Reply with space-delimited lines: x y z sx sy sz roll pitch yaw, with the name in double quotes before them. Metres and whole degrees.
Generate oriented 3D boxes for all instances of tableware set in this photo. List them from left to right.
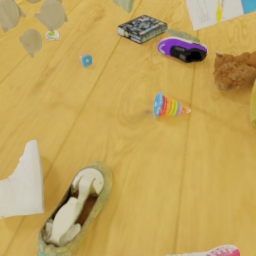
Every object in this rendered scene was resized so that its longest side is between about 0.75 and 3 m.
"tableware set" -3.058 -3.549 8.816 1.947 2.331 0.270 55 22 -1

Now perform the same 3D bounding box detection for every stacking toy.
"stacking toy" -1.846 -2.891 11.616 0.472 0.446 0.813 -24 37 -19
"stacking toy" 1.487 -0.657 9.198 1.236 0.717 0.678 11 42 -9

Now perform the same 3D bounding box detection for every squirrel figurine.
"squirrel figurine" 3.898 -2.172 10.174 1.885 1.429 2.020 26 47 33

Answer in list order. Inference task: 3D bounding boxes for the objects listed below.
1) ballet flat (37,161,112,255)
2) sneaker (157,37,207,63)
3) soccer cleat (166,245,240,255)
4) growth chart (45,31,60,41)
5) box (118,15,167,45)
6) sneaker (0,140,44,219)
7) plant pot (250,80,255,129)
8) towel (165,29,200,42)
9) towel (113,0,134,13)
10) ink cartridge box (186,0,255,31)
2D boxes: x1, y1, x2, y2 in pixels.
"ballet flat" -1.116 1.694 6.431 1.032 1.032 2.919 15 46 15
"sneaker" 2.222 -3.170 11.605 2.100 0.730 1.044 9 46 9
"soccer cleat" 1.095 2.753 5.446 2.361 0.825 1.019 -22 42 -23
"growth chart" -3.602 -4.391 13.336 0.700 0.086 0.967 -11 45 -10
"box" 0.696 -4.777 13.462 1.529 0.442 1.924 34 53 30
"sneaker" -2.818 1.209 7.054 1.252 0.798 2.166 -8 46 -12
"plant pot" 4.474 -0.535 8.271 2.014 2.014 1.430 27 77 25
"towel" 2.404 -4.051 12.411 1.062 0.261 1.432 7 18 -38
"towel" -0.157 -4.353 8.802 0.224 1.228 0.911 -34 63 -29
"ink cartridge box" 2.430 -3.371 7.118 1.617 1.170 1.191 -8 22 35
